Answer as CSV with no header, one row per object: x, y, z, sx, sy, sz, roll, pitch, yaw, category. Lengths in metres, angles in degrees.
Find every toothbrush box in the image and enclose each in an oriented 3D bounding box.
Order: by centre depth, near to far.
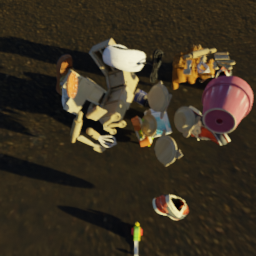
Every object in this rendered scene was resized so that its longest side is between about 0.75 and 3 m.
1.135,-0.216,10.695,0.758,0.441,1.035,-9,80,-32,toothbrush box

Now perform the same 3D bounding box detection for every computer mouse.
0.201,-2.370,10.155,2.308,1.266,0.506,4,34,-25,computer mouse

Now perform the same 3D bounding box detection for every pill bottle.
0.671,-1.193,11.752,0.973,0.544,0.544,31,60,19,pill bottle

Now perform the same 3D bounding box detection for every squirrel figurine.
2.778,-2.558,11.851,1.736,1.860,1.316,5,65,11,squirrel figurine

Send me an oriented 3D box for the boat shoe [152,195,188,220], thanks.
1.396,2.312,8.278,0.556,1.777,0.633,-29,54,25,boat shoe

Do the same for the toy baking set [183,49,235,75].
2.799,-2.435,10.111,2.161,0.251,1.658,-13,36,-10,toy baking set

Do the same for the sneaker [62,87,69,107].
-2.261,-1.240,10.288,0.455,0.479,1.190,-5,71,4,sneaker

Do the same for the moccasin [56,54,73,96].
-2.599,-2.114,11.603,0.725,1.982,0.765,-19,54,-41,moccasin

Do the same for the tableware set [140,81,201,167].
1.227,-0.146,9.656,0.302,2.171,2.599,-2,42,-38,tableware set

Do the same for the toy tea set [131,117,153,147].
0.554,0.116,10.441,0.557,1.505,0.895,-20,65,0,toy tea set

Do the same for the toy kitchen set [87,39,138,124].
-1.150,-1.593,10.581,1.895,2.096,2.323,-11,42,33,toy kitchen set

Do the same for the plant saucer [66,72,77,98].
-1.732,-1.307,8.540,0.128,0.796,0.796,5,54,7,plant saucer

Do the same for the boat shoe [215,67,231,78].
4.284,-2.337,12.762,0.635,0.558,1.784,27,57,20,boat shoe

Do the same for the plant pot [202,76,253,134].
2.908,-0.605,8.518,1.512,1.512,1.353,21,47,15,plant pot

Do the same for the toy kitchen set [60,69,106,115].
-1.945,-1.325,10.181,1.262,1.547,1.396,-57,41,7,toy kitchen set

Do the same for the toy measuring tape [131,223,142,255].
0.259,3.435,8.720,0.366,0.366,0.994,2,54,2,toy measuring tape

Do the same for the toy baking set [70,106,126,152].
-1.060,0.177,9.324,1.743,2.271,0.264,8,47,-22,toy baking set

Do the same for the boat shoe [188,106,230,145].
2.582,0.007,10.085,0.872,0.992,2.788,-35,27,-2,boat shoe
